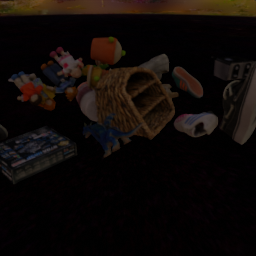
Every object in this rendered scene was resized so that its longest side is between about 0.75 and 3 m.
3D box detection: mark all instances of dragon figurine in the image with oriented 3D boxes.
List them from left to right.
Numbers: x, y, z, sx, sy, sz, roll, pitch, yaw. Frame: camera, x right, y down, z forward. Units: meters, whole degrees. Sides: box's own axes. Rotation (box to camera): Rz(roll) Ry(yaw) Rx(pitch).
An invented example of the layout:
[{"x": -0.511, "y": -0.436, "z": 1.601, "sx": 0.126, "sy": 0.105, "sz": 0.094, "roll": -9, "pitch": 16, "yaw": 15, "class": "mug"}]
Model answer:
[{"x": -0.451, "y": 0.051, "z": 6.106, "sx": 0.556, "sy": 0.939, "sz": 1.889, "roll": -30, "pitch": -4, "yaw": -30, "class": "dragon figurine"}]

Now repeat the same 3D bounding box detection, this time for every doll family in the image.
[{"x": -2.090, "y": -1.219, "z": 7.863, "sx": 2.041, "sy": 0.920, "sz": 1.267, "roll": -38, "pitch": 75, "yaw": -13, "class": "doll family"}]

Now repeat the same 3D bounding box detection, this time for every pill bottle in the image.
[{"x": -1.101, "y": -0.826, "z": 8.695, "sx": 0.855, "sy": 0.855, "sz": 1.560, "roll": -8, "pitch": 28, "yaw": -16, "class": "pill bottle"}]

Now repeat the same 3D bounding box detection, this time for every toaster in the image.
[{"x": 4.605, "y": -2.684, "z": 12.429, "sx": 1.280, "sy": 0.840, "sz": 1.415, "roll": -8, "pitch": 28, "yaw": -16, "class": "toaster"}]

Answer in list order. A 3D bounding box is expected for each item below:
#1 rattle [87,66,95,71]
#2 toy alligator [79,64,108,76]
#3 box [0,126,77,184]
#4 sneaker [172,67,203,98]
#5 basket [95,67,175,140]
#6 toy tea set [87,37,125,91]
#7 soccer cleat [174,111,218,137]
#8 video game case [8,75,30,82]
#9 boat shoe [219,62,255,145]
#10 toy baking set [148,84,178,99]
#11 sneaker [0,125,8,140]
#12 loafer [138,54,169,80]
[{"x": -0.420, "y": -1.833, "z": 9.787, "sx": 1.722, "sy": 1.230, "sz": 1.121, "roll": -7, "pitch": 15, "yaw": 45, "class": "rattle"}, {"x": -1.860, "y": -2.529, "z": 12.574, "sx": 2.074, "sy": 0.498, "sz": 0.687, "roll": -2, "pitch": 26, "yaw": 12, "class": "toy alligator"}, {"x": -2.214, "y": 0.544, "z": 6.499, "sx": 1.269, "sy": 0.367, "sz": 1.597, "roll": 24, "pitch": 35, "yaw": 38, "class": "box"}, {"x": 2.176, "y": -1.605, "z": 10.355, "sx": 0.513, "sy": 0.575, "sz": 1.439, "roll": -35, "pitch": 76, "yaw": -19, "class": "sneaker"}, {"x": 0.310, "y": -0.869, "z": 7.810, "sx": 1.641, "sy": 1.573, "sz": 2.203, "roll": 9, "pitch": 24, "yaw": 25, "class": "basket"}, {"x": -0.594, "y": -1.855, "z": 8.547, "sx": 0.937, "sy": 1.506, "sz": 2.533, "roll": 8, "pitch": 8, "yaw": -1, "class": "toy tea set"}, {"x": 1.615, "y": -0.039, "z": 7.180, "sx": 0.643, "sy": 0.520, "sz": 1.490, "roll": -55, "pitch": 19, "yaw": -24, "class": "soccer cleat"}, {"x": -4.704, "y": -2.172, "z": 12.261, "sx": 0.613, "sy": 0.077, "sz": 0.856, "roll": 8, "pitch": 28, "yaw": 17, "class": "video game case"}, {"x": 2.557, "y": -0.578, "z": 6.323, "sx": 0.862, "sy": 2.708, "sz": 0.957, "roll": 35, "pitch": 67, "yaw": 26, "class": "boat shoe"}, {"x": 0.839, "y": -1.377, "z": 10.416, "sx": 2.564, "sy": 0.298, "sz": 1.968, "roll": -14, "pitch": 30, "yaw": -26, "class": "toy baking set"}, {"x": -3.773, "y": 0.279, "z": 6.992, "sx": 1.409, "sy": 0.527, "sz": 0.748, "roll": -1, "pitch": 33, "yaw": 13, "class": "sneaker"}, {"x": 1.036, "y": -2.333, "z": 11.575, "sx": 0.910, "sy": 0.909, "sz": 2.604, "roll": -13, "pitch": 18, "yaw": 41, "class": "loafer"}]
